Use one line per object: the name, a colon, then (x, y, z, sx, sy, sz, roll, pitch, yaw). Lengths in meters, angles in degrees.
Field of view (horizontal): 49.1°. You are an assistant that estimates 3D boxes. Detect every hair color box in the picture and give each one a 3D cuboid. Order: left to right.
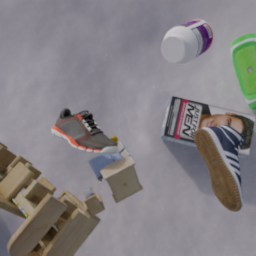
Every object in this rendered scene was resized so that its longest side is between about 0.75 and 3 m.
hair color box: (2.468, -0.013, 8.820, 2.647, 0.803, 1.310, 14, 81, 1)

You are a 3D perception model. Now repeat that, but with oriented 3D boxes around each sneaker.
sneaker: (-0.986, 0.019, 6.281, 1.954, 0.753, 0.800, 20, 96, 32)
sneaker: (2.627, 0.928, 7.241, 1.196, 0.773, 2.205, -14, 78, -35)

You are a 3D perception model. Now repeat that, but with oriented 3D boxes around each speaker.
speaker: (4.039, -1.800, 9.006, 1.009, 1.009, 2.283, -14, 82, -2)

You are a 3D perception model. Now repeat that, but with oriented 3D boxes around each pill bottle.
pill bottle: (1.283, -1.874, 6.150, 0.795, 0.795, 1.413, 46, 44, 6)

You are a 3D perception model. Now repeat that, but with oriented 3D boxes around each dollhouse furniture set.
dollhouse furniture set: (-2.146, 1.996, 5.890, 2.484, 2.834, 1.883, 29, 73, 38)
dollhouse furniture set: (-0.622, 0.879, 6.601, 1.516, 1.048, 1.606, -26, 45, -10)
